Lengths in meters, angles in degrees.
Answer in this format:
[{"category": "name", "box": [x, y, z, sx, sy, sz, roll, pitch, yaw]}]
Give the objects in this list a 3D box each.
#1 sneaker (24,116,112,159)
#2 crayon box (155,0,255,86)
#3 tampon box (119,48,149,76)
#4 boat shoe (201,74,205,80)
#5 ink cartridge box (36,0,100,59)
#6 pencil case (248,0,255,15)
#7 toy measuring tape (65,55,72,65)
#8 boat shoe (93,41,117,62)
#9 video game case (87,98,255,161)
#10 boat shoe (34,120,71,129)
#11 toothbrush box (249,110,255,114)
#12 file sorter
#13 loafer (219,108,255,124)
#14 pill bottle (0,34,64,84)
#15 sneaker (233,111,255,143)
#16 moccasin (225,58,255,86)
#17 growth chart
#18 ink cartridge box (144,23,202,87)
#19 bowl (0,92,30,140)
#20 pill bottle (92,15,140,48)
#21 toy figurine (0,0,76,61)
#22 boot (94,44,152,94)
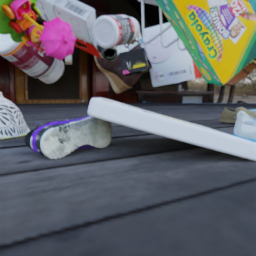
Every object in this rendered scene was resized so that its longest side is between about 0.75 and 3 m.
[{"category": "sneaker", "box": [-1.198, 0.104, 5.722, 0.995, 0.695, 2.000, 4, 8, 35]}, {"category": "crayon box", "box": [1.647, -2.092, 5.468, 1.300, 2.189, 0.638, -41, 21, -4]}, {"category": "tampon box", "box": [0.231, -2.278, 9.813, 0.879, 0.741, 1.173, -11, 7, 8]}, {"category": "boat shoe", "box": [3.188, -2.145, 9.941, 0.846, 0.892, 2.356, -26, 14, 6]}, {"category": "ink cartridge box", "box": [-2.018, -3.393, 9.678, 2.074, 0.728, 2.552, 29, -24, 10]}, {"category": "pencil case", "box": [4.447, -3.793, 8.527, 1.877, 0.867, 0.799, -17, -24, 11]}, {"category": "toy measuring tape", "box": [-2.606, -3.712, 11.986, 0.914, 2.485, 0.914, -6, -12, -1]}, {"category": "boat shoe", "box": [-0.694, -2.625, 9.870, 0.628, 0.565, 1.776, -37, -9, 11]}, {"category": "video game case", "box": [0.717, -0.105, 5.836, 2.970, 0.340, 2.703, 15, 5, -5]}, {"category": "boat shoe", "box": [-1.475, 0.061, 6.842, 1.636, 0.530, 0.588, -1, 6, -8]}, {"category": "toothbrush box", "box": [6.255, -0.686, 13.927, 1.004, 0.428, 0.735, -5, 8, -35]}, {"category": "file sorter", "box": [1.904, -3.252, 8.156, 2.702, 1.683, 1.875, 2, -6, -25]}, {"category": "loafer", "box": [4.426, -0.452, 10.765, 0.754, 0.669, 1.984, -6, 9, -43]}, {"category": "pill bottle", "box": [-3.487, -2.655, 10.157, 1.345, 1.345, 2.356, 4, -19, 29]}, {"category": "sneaker", "box": [3.261, 0.000, 5.709, 2.158, 0.935, 0.809, 4, 6, 21]}, {"category": "moccasin", "box": [3.693, -2.137, 8.096, 2.347, 0.858, 0.906, -38, 2, 13]}, {"category": "growth chart", "box": [0.097, -3.613, 13.115, 1.999, 2.762, 0.245, -35, -17, 38]}, {"category": "ink cartridge box", "box": [2.258, -3.132, 11.508, 2.983, 2.424, 0.851, -8, 11, 20]}, {"category": "bowl", "box": [-4.128, -0.395, 7.858, 2.609, 1.224, 2.609, 1, 6, 0]}, {"category": "pill bottle", "box": [-0.294, -2.807, 8.074, 0.845, 0.845, 1.458, 4, 23, 30]}, {"category": "toy figurine", "box": [-2.102, -2.261, 6.807, 1.813, 1.479, 1.970, 39, -18, 7]}, {"category": "boot", "box": [-0.246, -2.888, 11.901, 2.016, 2.423, 0.877, -37, -14, 29]}]
